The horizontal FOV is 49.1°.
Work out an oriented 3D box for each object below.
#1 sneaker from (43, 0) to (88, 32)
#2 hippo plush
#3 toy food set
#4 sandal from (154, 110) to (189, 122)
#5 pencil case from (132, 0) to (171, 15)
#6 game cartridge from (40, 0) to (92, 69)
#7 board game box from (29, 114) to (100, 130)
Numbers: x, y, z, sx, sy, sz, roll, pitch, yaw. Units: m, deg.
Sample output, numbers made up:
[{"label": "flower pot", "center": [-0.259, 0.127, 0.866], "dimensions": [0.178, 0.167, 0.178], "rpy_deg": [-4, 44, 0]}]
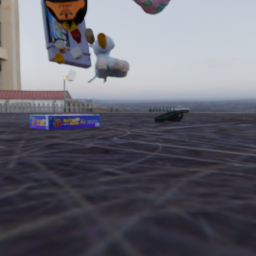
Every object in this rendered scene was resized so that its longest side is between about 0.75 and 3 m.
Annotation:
[{"label": "sneaker", "center": [-1.414, -2.843, 6.284], "dimensions": [1.043, 1.341, 2.981], "rpy_deg": [-5, 15, -6]}, {"label": "hippo plush", "center": [-0.729, -2.638, 10.571], "dimensions": [1.433, 1.447, 1.799], "rpy_deg": [-2, -10, -19]}, {"label": "toy food set", "center": [-1.296, -2.133, 7.397], "dimensions": [1.445, 0.690, 0.650], "rpy_deg": [-31, -6, -3]}, {"label": "sandal", "center": [1.994, -0.460, 12.813], "dimensions": [2.041, 0.488, 0.767], "rpy_deg": [-18, 15, -35]}, {"label": "pencil case", "center": [0.138, -2.947, 5.139], "dimensions": [0.864, 0.864, 1.976], "rpy_deg": [3, -14, 33]}, {"label": "game cartridge", "center": [-1.982, -3.175, 9.000], "dimensions": [0.462, 2.408, 1.561], "rpy_deg": [-16, -11, 37]}, {"label": "board game box", "center": [-1.979, -0.210, 8.840], "dimensions": [1.823, 0.408, 1.226], "rpy_deg": [-4, 6, -44]}]
